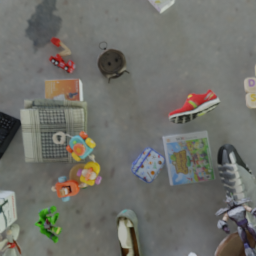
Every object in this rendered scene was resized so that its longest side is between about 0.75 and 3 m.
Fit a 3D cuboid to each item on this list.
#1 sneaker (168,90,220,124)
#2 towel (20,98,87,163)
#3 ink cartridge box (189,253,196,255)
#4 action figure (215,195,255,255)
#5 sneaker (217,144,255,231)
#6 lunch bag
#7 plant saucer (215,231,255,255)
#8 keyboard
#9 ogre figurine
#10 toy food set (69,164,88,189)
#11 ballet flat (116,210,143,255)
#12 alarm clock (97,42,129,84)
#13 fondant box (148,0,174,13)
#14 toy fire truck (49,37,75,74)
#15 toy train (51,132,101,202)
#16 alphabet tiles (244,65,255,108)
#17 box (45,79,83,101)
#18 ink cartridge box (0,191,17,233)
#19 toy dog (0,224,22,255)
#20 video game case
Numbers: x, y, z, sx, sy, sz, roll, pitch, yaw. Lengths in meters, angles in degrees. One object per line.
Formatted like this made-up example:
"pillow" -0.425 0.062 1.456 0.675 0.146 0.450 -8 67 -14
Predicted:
"sneaker" 2.296 -0.791 10.165 1.986 0.765 0.843 -22 68 -9
"towel" -2.558 0.127 9.749 2.231 0.400 2.317 1 101 0
"ink cartridge box" 1.990 5.331 9.129 1.907 0.804 1.393 -44 84 -6
"action figure" 3.563 3.039 8.508 1.393 0.743 2.141 -33 63 18
"sneaker" 4.212 1.835 9.598 1.719 1.117 2.977 -15 92 -7
"lunch bag" 0.678 1.333 9.906 0.938 0.442 1.171 36 82 7
"plant saucer" 3.452 4.012 9.181 1.783 0.326 1.783 -12 118 -23
"keyboard" -5.011 0.632 9.532 1.507 0.574 2.895 20 64 2
"ogre figurine" -2.692 3.193 9.433 0.743 0.608 1.240 4 121 25
"toy food set" -1.650 1.712 9.947 0.874 0.215 0.883 2 84 -1
"ballet flat" 0.012 4.051 9.273 0.862 0.815 2.558 -12 81 20
"alarm clock" -0.673 -2.537 10.410 1.063 0.525 1.576 -27 80 1
"fondant box" 1.219 -5.081 10.905 0.709 0.286 0.983 -39 83 -5
"toy fire truck" -2.465 -2.715 10.502 1.309 0.319 0.923 30 85 8
"toy train" -1.872 1.322 9.410 1.802 0.667 2.399 -5 95 6
"alphabet tiles" 5.540 -1.331 10.420 2.321 0.169 2.270 -2 81 0
"box" -2.311 -1.207 10.150 1.249 0.664 0.951 -4 82 -1
"ink cartridge box" -4.300 2.798 9.012 0.614 1.478 1.084 2 102 12
"toy dog" -4.040 4.292 9.207 1.297 0.947 1.966 -18 82 -3
"video game case" 2.177 1.077 10.055 1.608 0.195 1.766 -8 82 -1
